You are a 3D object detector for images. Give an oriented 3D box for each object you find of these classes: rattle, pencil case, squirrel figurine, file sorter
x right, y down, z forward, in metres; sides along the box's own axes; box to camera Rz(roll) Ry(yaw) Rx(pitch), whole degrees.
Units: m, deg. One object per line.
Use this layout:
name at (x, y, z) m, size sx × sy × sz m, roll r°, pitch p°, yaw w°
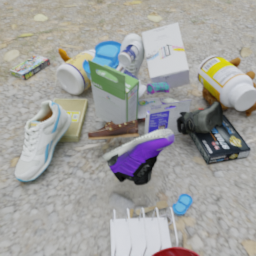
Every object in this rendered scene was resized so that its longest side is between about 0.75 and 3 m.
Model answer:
rattle at (-2.558, -3.776, 14.611) m, size 2.022 × 1.445 × 1.317 m, roll -26°, pitch 27°, yaw -17°
pencil case at (1.029, -1.356, 9.654) m, size 0.885 × 0.377 × 0.409 m, roll -13°, pitch 61°, yaw -40°
squirrel figurine at (4.512, -1.454, 12.127) m, size 2.419 × 1.712 × 2.258 m, roll -24°, pitch 57°, yaw -2°
file sorter at (0.370, 2.767, 7.377) m, size 1.634 × 1.017 × 1.134 m, roll -1°, pitch 49°, yaw -6°

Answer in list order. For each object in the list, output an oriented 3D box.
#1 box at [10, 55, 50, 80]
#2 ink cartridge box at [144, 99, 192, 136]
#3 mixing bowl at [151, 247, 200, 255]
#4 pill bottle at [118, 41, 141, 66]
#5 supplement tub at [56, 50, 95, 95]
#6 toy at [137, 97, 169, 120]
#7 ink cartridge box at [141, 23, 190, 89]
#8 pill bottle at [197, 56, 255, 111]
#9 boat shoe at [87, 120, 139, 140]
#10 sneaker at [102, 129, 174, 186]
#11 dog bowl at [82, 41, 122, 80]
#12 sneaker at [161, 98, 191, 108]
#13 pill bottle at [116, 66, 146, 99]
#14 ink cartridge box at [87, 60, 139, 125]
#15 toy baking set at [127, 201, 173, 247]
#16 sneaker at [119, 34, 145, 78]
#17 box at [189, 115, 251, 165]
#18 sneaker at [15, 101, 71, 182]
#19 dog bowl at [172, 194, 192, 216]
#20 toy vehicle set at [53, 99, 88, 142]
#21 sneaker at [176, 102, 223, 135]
box at (-5.120, -3.197, 14.710) m, size 1.031 × 0.325 × 1.873 m, roll 20°, pitch 46°, yaw 21°
ink cartridge box at (1.459, -0.358, 10.519) m, size 1.667 × 1.682 × 0.365 m, roll -10°, pitch 44°, yaw -15°
mixing bowl at (1.203, 3.919, 5.805) m, size 2.411 × 1.306 × 2.411 m, roll -32°, pitch 36°, yaw 27°
pill bottle at (0.093, -2.771, 10.345) m, size 0.542 × 0.542 × 0.976 m, roll 22°, pitch 56°, yaw 23°
supplement tub at (-2.144, -2.672, 13.236) m, size 1.525 × 1.525 × 2.097 m, roll 23°, pitch 48°, yaw 23°
toy at (0.759, -0.704, 11.786) m, size 2.162 × 0.510 × 1.245 m, roll -9°, pitch 41°, yaw 2°
ink cartridge box at (1.529, -2.727, 11.121) m, size 1.473 × 1.499 × 2.036 m, roll -12°, pitch 75°, yaw 12°
pill bottle at (3.693, -1.662, 10.497) m, size 1.298 × 1.298 × 2.376 m, roll -13°, pitch 42°, yaw -14°
boat shoe at (-0.533, 0.063, 9.861) m, size 1.821 × 0.640 × 0.641 m, roll -6°, pitch 4°, yaw -5°
sneaker at (0.442, 0.931, 7.970) m, size 0.902 × 2.594 × 1.290 m, roll -19°, pitch 84°, yaw -46°
dog bowl at (-1.015, -2.810, 11.906) m, size 1.300 × 0.578 × 2.333 m, roll 16°, pitch 52°, yaw 15°
sneaker at (1.852, -0.791, 11.056) m, size 1.165 × 0.579 × 0.405 m, roll 14°, pitch 36°, yaw 21°
pill bottle at (-0.003, -1.719, 10.850) m, size 1.348 × 0.780 × 0.780 m, roll 36°, pitch 46°, yaw -7°
ink cartridge box at (-0.456, -1.261, 9.969) m, size 1.500 × 2.888 × 0.857 m, roll 29°, pitch 58°, yaw 21°
toy baking set at (0.568, 2.907, 8.085) m, size 1.419 × 0.215 × 1.849 m, roll 10°, pitch 49°, yaw 2°
sneaker at (0.062, -2.415, 11.566) m, size 1.067 × 2.792 × 1.124 m, roll 9°, pitch 34°, yaw -1°
box at (3.344, 0.382, 10.638) m, size 1.637 × 0.474 × 2.060 m, roll -8°, pitch 43°, yaw -10°
sneaker at (-3.115, 0.424, 9.609) m, size 1.113 × 1.175 × 2.909 m, roll 6°, pitch 61°, yaw 32°
dog bowl at (1.669, 2.392, 8.645) m, size 0.437 × 0.194 × 0.784 m, roll 27°, pitch 48°, yaw 27°
toy vehicle set at (-2.584, -0.378, 11.601) m, size 1.488 × 0.317 × 2.394 m, roll 2°, pitch 42°, yaw 2°
sneaker at (2.651, -0.362, 10.329) m, size 1.392 × 0.929 × 2.429 m, roll -3°, pitch 14°, yaw 37°
